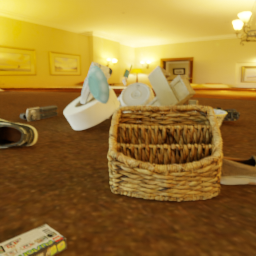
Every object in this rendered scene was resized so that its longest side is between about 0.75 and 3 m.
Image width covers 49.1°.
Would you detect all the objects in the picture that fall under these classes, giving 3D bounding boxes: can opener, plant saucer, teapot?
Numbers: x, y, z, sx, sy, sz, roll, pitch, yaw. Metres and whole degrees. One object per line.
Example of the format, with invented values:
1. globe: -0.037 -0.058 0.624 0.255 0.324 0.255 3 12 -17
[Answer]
1. can opener: -4.914 -0.843 15.480 0.827 0.660 2.475 5 11 20
2. plant saucer: -0.922 -1.212 8.101 0.220 1.141 1.141 -21 20 -29
3. teapot: 0.584 -1.529 16.703 2.108 1.560 2.136 -34 57 -5

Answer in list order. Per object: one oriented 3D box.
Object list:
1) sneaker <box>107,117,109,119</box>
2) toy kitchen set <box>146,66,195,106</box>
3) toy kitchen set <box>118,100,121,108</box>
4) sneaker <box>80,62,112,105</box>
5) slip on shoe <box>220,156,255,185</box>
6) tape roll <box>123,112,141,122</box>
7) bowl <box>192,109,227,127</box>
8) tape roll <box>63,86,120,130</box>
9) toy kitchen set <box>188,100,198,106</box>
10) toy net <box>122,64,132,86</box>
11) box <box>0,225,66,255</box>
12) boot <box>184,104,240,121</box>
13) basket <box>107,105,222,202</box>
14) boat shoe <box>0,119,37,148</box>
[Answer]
1. sneaker: -1.762 -0.867 14.959 1.426 0.909 2.467 1 10 19
2. toy kitchen set: 2.382 -1.939 14.297 2.345 2.121 2.599 -10 -22 -42
3. toy kitchen set: -0.238 -1.835 18.792 1.581 1.290 1.427 8 14 34
4. sneaker: -1.366 -1.665 11.610 0.924 0.953 2.610 15 -26 -16
5. slip on shoe: 3.006 0.962 6.570 1.964 0.595 0.747 1 11 4
6. tape roll: 0.836 -0.402 12.521 2.699 0.944 2.699 -1 12 0
7. bowl: 2.433 -0.113 10.579 2.367 1.111 2.367 2 11 0
8. tape roll: -1.645 -0.927 12.696 2.470 0.864 2.470 -23 23 10
9. toy kitchen set: 3.956 -1.040 15.499 0.927 1.025 1.137 8 15 31
10. toy net: -0.087 -2.340 12.548 0.254 0.690 1.314 18 -19 -4
11. box: -1.451 1.712 3.884 0.568 0.179 1.033 11 16 43
12. boot: 4.009 -0.663 13.497 2.582 1.027 2.966 2 8 15
13. basket: 0.773 0.456 6.106 2.392 1.782 1.707 2 11 5
14. boat shoe: -4.529 0.186 9.492 2.691 0.966 0.910 4 7 9
